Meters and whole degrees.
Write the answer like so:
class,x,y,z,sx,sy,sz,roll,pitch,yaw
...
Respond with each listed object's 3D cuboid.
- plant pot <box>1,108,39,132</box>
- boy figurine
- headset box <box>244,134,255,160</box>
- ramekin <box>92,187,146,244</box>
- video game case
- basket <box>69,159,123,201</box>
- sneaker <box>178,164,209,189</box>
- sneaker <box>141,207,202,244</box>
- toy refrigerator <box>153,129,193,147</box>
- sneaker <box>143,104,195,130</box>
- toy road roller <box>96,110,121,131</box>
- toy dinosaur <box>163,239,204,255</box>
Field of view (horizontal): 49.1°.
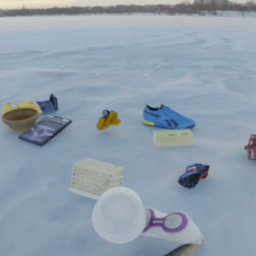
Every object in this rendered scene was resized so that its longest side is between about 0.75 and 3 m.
class,x,y,z,sx,sy,sz,roll,pitch,yaw
plant pot,-4.548,-0.277,11.952,1.502,0.693,1.502,-1,25,0
boy figurine,-4.722,-1.022,13.391,2.522,0.813,1.568,-12,31,-27
headset box,4.810,0.646,9.605,1.541,0.578,1.145,-2,17,30
ramekin,-0.193,1.888,6.234,1.165,1.165,0.568,0,9,1
video game case,-3.393,0.058,11.546,1.304,0.173,1.825,14,40,27
basket,-0.876,1.464,8.026,1.357,0.837,0.920,12,12,23
sneaker,1.965,1.467,8.731,0.558,0.536,1.422,15,20,42
sneaker,0.855,2.328,6.405,1.820,0.907,0.681,-12,41,54
toy refrigerator,1.723,0.378,10.841,1.446,0.506,0.549,-2,26,-5
sneaker,1.770,-0.509,12.164,2.331,0.914,0.768,9,21,13
toy road roller,-0.769,-0.236,11.492,0.737,1.009,0.620,36,15,23
toy dinosaur,0.752,2.931,5.464,2.970,0.705,1.309,-11,18,-28
